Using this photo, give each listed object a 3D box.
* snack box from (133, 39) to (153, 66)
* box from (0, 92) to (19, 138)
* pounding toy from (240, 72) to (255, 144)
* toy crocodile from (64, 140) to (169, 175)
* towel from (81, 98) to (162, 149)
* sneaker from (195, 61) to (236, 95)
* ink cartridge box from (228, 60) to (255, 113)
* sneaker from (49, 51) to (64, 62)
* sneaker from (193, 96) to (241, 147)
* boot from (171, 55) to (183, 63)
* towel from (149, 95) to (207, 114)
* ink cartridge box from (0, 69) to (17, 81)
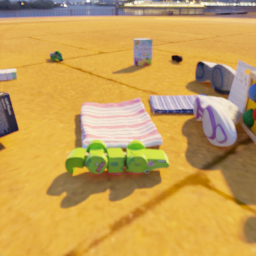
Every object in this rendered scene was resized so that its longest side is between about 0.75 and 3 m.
[{"bbox_3d":[0.754,-3.910,14.496,0.949,1.335,0.354,-4,27,-10],"label":"snack box"},{"bbox_3d":[-4.107,-0.193,6.873,2.004,1.043,1.825,10,27,37],"label":"box"},{"bbox_3d":[3.637,-0.746,6.533,1.173,2.565,2.253,0,26,1],"label":"pounding toy"},{"bbox_3d":[-0.224,0.696,5.896,2.181,0.673,0.736,1,25,-8],"label":"toy crocodile"},{"bbox_3d":[-0.332,-0.185,7.877,2.000,0.409,2.733,-5,26,-8],"label":"towel"},{"bbox_3d":[3.783,-2.078,11.105,1.277,1.092,2.932,-1,26,-14],"label":"sneaker"},{"bbox_3d":[3.762,-1.206,8.745,0.366,1.461,1.683,4,25,-7],"label":"ink cartridge box"},{"bbox_3d":[-4.053,-4.139,15.884,0.501,0.547,1.284,-22,33,-37],"label":"sneaker"},{"bbox_3d":[2.571,-0.324,7.544,1.254,0.942,2.517,0,26,1],"label":"sneaker"},{"bbox_3d":[2.873,-3.870,15.484,0.541,0.417,1.116,-12,26,-18],"label":"boot"},{"bbox_3d":[1.800,-0.857,9.454,2.051,0.245,1.485,-1,25,-1],"label":"towel"},{"bbox_3d":[-5.482,-2.353,12.427,0.999,0.336,0.585,-10,28,-20],"label":"ink cartridge box"}]
